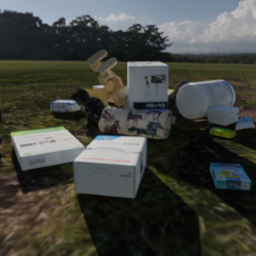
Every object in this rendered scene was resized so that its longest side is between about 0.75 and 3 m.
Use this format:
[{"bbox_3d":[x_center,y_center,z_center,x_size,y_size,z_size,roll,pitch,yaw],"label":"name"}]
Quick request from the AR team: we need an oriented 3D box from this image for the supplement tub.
[{"bbox_3d":[3.669,-1.359,13.169,2.486,1.640,1.640,-13,20,-36],"label":"supplement tub"}]

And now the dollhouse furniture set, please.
[{"bbox_3d":[-0.216,-2.462,14.442,1.919,2.710,2.950,-38,53,-9],"label":"dollhouse furniture set"}]

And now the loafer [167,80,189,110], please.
[{"bbox_3d":[2.381,-1.497,13.771,0.650,1.809,0.570,17,28,-41],"label":"loafer"}]

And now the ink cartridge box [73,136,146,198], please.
[{"bbox_3d":[-0.348,0.859,6.827,1.383,0.798,1.907,3,16,10],"label":"ink cartridge box"}]

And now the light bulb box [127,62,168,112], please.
[{"bbox_3d":[0.767,-1.440,11.819,1.564,2.506,2.484,-1,16,0],"label":"light bulb box"}]

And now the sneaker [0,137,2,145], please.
[{"bbox_3d":[-4.848,0.343,9.033,1.592,0.601,0.916,-5,18,-10],"label":"sneaker"}]

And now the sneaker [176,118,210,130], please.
[{"bbox_3d":[2.599,-0.120,11.229,1.313,0.463,0.496,4,-6,13],"label":"sneaker"}]

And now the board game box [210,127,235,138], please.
[{"bbox_3d":[3.489,0.176,10.364,0.410,0.192,0.807,-14,20,-42],"label":"board game box"}]

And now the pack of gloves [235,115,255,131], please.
[{"bbox_3d":[5.368,-0.169,11.550,1.739,0.408,2.069,-10,12,23],"label":"pack of gloves"}]

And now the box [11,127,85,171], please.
[{"bbox_3d":[-2.562,0.537,8.695,1.775,0.447,2.460,-8,19,-26],"label":"box"}]

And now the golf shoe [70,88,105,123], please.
[{"bbox_3d":[-1.600,-0.897,12.729,0.928,1.128,2.388,-40,53,-6],"label":"golf shoe"}]

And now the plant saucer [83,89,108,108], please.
[{"bbox_3d":[-1.796,-1.450,14.858,1.338,1.338,0.324,-4,-28,-17],"label":"plant saucer"}]

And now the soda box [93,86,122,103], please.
[{"bbox_3d":[-1.249,-2.119,17.401,0.741,0.792,2.327,-14,21,-40],"label":"soda box"}]

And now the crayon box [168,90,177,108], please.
[{"bbox_3d":[1.845,-1.605,15.654,2.578,0.751,2.224,-10,17,-31],"label":"crayon box"}]

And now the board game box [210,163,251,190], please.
[{"bbox_3d":[2.448,1.164,6.809,0.750,0.233,0.993,2,16,7],"label":"board game box"}]

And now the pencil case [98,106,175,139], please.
[{"bbox_3d":[0.315,-0.232,10.266,2.662,1.036,1.191,6,31,20],"label":"pencil case"}]

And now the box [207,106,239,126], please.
[{"bbox_3d":[4.080,-0.549,12.049,0.935,0.615,0.940,-15,19,-34],"label":"box"}]

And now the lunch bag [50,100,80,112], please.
[{"bbox_3d":[-3.249,-1.153,14.494,1.439,0.544,1.153,6,15,17],"label":"lunch bag"}]
